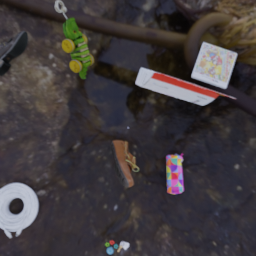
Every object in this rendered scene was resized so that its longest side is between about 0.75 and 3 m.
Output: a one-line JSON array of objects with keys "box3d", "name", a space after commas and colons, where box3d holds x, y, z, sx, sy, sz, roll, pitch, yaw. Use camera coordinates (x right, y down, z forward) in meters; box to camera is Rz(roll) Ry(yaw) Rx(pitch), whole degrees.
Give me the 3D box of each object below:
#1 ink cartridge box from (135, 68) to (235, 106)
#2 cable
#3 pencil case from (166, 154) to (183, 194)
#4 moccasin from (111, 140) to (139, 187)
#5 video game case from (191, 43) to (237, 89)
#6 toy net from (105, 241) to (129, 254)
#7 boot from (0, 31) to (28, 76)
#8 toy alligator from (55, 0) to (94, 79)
[{"box3d": [1.497, -1.110, 8.210, 2.133, 2.625, 0.749, 15, 107, -14], "name": "ink cartridge box"}, {"box3d": [-3.949, 2.780, 9.852, 1.610, 0.558, 1.611, 41, 80, 9], "name": "cable"}, {"box3d": [1.681, 1.647, 10.066, 0.638, 0.638, 1.444, 1, 80, 0], "name": "pencil case"}, {"box3d": [-0.065, 1.167, 9.537, 0.809, 2.095, 0.766, -6, 119, -8], "name": "moccasin"}, {"box3d": [3.423, -2.487, 11.147, 1.426, 0.179, 1.566, 20, 79, 4], "name": "video game case"}, {"box3d": [-0.378, 4.114, 9.781, 0.813, 0.157, 0.426, -15, 76, -5], "name": "toy net"}, {"box3d": [-5.284, -3.305, 11.020, 1.941, 0.772, 2.230, 34, 83, 6], "name": "boot"}, {"box3d": [-1.851, -3.092, 9.943, 0.678, 2.821, 0.935, 2, 32, 36], "name": "toy alligator"}]
